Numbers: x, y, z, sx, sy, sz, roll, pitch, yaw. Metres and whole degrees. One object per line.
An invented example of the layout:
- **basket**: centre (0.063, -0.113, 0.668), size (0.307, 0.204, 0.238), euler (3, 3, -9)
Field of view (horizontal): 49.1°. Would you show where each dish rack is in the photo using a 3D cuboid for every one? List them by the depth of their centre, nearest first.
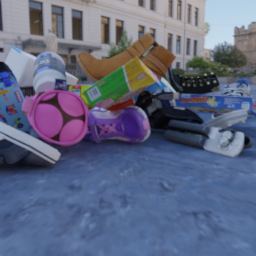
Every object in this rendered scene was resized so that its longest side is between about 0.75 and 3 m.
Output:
- **dish rack**: centre (2.396, -0.056, 7.474), size (1.267, 0.321, 1.477), euler (-11, -12, -41)

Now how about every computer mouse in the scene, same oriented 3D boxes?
- **computer mouse**: centre (1.115, -0.506, 7.573), size (2.343, 0.539, 1.645), euler (5, -33, -17)

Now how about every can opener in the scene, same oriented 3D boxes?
- **can opener**: centre (1.833, 0.265, 6.781), size (0.733, 0.581, 2.206), euler (30, -10, -40)

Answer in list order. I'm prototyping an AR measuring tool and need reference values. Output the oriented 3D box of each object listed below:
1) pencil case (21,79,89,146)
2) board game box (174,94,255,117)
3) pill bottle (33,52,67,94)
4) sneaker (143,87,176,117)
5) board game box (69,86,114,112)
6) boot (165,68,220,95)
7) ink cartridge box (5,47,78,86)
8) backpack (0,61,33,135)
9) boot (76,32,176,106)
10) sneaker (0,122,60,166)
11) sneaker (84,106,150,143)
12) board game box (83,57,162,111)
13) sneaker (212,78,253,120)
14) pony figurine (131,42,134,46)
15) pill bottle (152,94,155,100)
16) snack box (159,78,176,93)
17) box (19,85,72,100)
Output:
- **pencil case**: centre (-1.906, -0.351, 6.877), size (1.374, 1.331, 2.933), euler (12, -3, -22)
- **board game box**: centre (2.815, -0.715, 8.904), size (2.306, 0.397, 1.561), euler (7, -1, 31)
- **pill bottle**: centre (-2.536, -1.601, 9.083), size (1.049, 1.049, 1.844), euler (-3, 39, -15)
- **sneaker**: centre (0.764, -0.517, 8.550), size (1.229, 0.676, 1.679), euler (-20, -21, -1)
- **board game box**: centre (-1.042, -0.720, 9.174), size (1.264, 0.593, 2.489), euler (0, -10, 1)
- **boot**: centre (2.967, -2.170, 12.886), size (2.169, 1.037, 2.872), euler (-15, -24, 22)
- **ink cartridge box**: centre (-3.681, -1.898, 11.885), size (1.780, 1.734, 2.770), euler (33, 10, 39)
- **backpack**: centre (-3.566, -0.395, 6.597), size (2.107, 1.924, 1.418), euler (-21, 35, -24)
- **boot**: centre (-0.129, -1.985, 8.217), size (2.689, 2.088, 1.031), euler (44, 14, 22)
- **sneaker**: centre (-2.688, 0.306, 5.306), size (2.701, 1.072, 1.059), euler (25, -11, 1)
- **sneaker**: centre (-0.528, -0.015, 7.206), size (2.401, 0.966, 1.061), euler (5, 17, 45)
- **board game box**: centre (-0.045, -0.949, 6.797), size (1.435, 0.378, 1.875), euler (-30, -10, 15)
- **sneaker**: centre (4.047, -1.151, 10.931), size (1.144, 1.265, 2.970), euler (7, 29, 34)
- **pony figurine**: centre (-0.041, -1.478, 9.517), size (1.802, 2.164, 2.089), euler (13, -22, -29)
- **pill bottle**: centre (1.176, -0.764, 10.372), size (0.580, 1.031, 0.580), euler (-39, 18, 16)
- **snack box**: centre (1.167, -1.557, 9.812), size (0.883, 0.282, 1.521), euler (36, 17, -24)
- **box**: centre (-3.211, -0.840, 10.051), size (1.011, 1.351, 2.699), euler (5, 13, 28)
